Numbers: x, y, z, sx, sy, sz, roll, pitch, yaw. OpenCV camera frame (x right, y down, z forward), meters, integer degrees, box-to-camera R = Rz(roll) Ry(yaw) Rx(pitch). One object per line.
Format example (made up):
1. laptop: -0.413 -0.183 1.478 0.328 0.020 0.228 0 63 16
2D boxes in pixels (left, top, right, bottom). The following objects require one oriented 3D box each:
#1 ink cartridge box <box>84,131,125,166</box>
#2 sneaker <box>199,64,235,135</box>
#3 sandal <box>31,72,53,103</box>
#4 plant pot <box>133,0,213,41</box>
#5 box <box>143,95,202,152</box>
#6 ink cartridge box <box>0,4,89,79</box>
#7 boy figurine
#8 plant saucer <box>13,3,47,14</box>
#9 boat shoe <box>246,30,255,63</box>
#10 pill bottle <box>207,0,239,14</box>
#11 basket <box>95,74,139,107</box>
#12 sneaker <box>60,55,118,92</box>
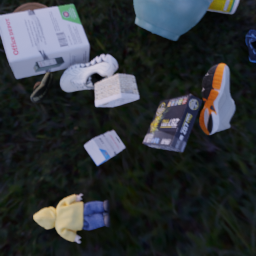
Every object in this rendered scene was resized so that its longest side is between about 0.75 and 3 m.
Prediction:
1. ink cartridge box: -0.682 0.586 8.558 0.424 1.250 0.725 -37 84 29
2. sneaker: 2.628 -0.818 7.946 0.921 2.003 0.758 -8 27 -23
3. sandal: -3.012 -1.385 9.704 0.383 0.534 1.344 9 52 13
4. plant pot: 1.341 -4.281 9.920 2.822 2.822 1.891 30 114 12
5. box: 1.189 -0.112 7.913 0.450 1.832 1.476 24 83 -18
6. ink cartridge box: -2.559 -2.669 8.606 2.330 0.979 1.700 -16 72 -16
7. boy figurine: -1.574 2.583 7.943 2.116 0.682 1.315 -7 71 -1
8. plant saucer: -3.856 -4.330 11.135 1.763 0.260 1.763 0 67 1
9. boat shoe: 4.804 -3.135 10.488 0.597 0.487 1.418 -2 67 -1
10. pill bottle: 3.360 -5.157 11.060 1.824 1.028 1.028 11 67 5
11. basket: -0.335 -0.959 7.350 0.707 1.044 0.644 -3 83 -47
12. sneaker: -1.267 -1.451 8.246 2.023 0.760 0.820 -17 46 30
